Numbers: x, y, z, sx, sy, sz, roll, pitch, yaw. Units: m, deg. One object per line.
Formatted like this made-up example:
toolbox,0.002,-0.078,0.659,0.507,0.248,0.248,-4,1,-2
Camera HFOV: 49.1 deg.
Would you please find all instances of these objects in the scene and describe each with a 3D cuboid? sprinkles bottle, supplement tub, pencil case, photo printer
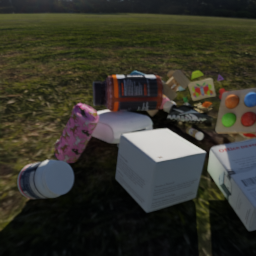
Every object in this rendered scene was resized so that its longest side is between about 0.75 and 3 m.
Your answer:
sprinkles bottle,2.473,0.205,10.440,0.284,0.284,0.832,-8,17,-15
supplement tub,-0.041,-1.305,10.546,2.541,1.359,1.359,-2,26,-10
pencil case,-1.580,0.190,8.440,0.855,1.977,0.818,17,38,-25
photo printer,-0.396,-0.091,10.183,1.899,0.793,2.283,-13,19,-36
supplement tub,-2.112,1.324,7.153,1.332,0.935,0.935,-15,12,40

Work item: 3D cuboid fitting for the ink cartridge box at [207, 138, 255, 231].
ink cartridge box,3.263,1.340,7.211,1.580,0.927,2.158,-10,33,-8

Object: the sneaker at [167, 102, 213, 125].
sneaker,2.486,-0.615,11.287,1.863,0.843,0.619,7,-5,29

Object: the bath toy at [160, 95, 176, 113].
bath toy,1.651,-1.120,12.906,0.824,0.700,1.895,-40,33,-4

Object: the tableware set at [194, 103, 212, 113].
tableware set,3.187,-0.779,12.702,1.074,0.215,0.710,-22,37,-32

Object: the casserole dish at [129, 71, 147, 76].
casserole dish,0.643,-2.106,12.928,1.101,0.353,1.818,24,-7,15

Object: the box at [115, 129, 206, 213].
box,0.793,1.026,7.476,1.681,1.440,1.673,-7,26,-30

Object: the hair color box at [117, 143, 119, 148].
hair color box,0.004,0.652,9.766,0.416,0.255,0.841,-17,30,-31

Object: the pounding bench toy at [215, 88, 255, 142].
pounding bench toy,3.627,-0.284,9.323,1.792,1.427,2.298,26,-18,-37

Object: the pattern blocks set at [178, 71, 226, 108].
pattern blocks set,3.278,-1.679,12.379,1.997,1.755,0.162,-23,19,32

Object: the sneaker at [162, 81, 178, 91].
sneaker,1.706,-2.060,13.996,1.973,0.809,0.737,-6,13,17

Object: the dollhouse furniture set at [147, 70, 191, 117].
dollhouse furniture set,1.298,-1.760,11.939,1.389,2.135,1.961,45,10,-7
